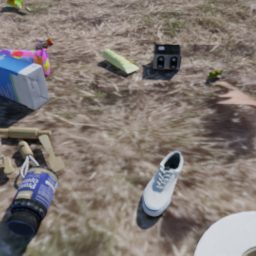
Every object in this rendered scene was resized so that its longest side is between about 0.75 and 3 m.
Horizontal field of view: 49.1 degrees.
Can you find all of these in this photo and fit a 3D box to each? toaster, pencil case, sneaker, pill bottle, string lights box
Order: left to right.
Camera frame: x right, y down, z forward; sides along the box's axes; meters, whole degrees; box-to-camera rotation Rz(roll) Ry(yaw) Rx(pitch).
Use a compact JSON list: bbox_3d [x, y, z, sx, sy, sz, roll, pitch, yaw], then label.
[{"bbox_3d":[-4.332,-1.814,10.299,2.798,1.438,0.825,21,45,23],"label":"string lights box"},{"bbox_3d":[-4.638,-2.776,11.704,2.646,1.169,1.169,3,40,0],"label":"pencil case"},{"bbox_3d":[-2.251,1.704,6.630,0.842,0.842,1.505,4,40,4],"label":"pill bottle"},{"bbox_3d":[0.887,1.327,7.189,0.709,0.687,1.942,16,43,18],"label":"sneaker"},{"bbox_3d":[1.698,-3.180,12.399,1.228,0.806,1.358,3,40,4],"label":"toaster"}]

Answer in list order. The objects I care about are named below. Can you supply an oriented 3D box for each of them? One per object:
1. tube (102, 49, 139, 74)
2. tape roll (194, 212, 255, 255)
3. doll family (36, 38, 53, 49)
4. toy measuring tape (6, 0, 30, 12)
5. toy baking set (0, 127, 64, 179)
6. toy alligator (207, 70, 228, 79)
[{"bbox_3d":[-0.385,-2.926,12.404,1.865,0.484,0.541,39,92,31],"label":"tube"},{"bbox_3d":[2.553,3.048,4.875,3.034,1.061,3.034,0,40,0],"label":"tape roll"},{"bbox_3d":[-4.169,-4.281,13.995,0.915,0.412,0.568,-32,50,-32],"label":"doll family"},{"bbox_3d":[-7.098,-8.262,18.234,2.606,0.959,0.959,29,48,31],"label":"toy measuring tape"},{"bbox_3d":[-3.139,0.763,8.195,2.789,0.324,2.140,0,43,0],"label":"toy baking set"},{"bbox_3d":[3.696,-2.299,11.684,1.026,0.340,0.247,-17,64,-20],"label":"toy alligator"}]
